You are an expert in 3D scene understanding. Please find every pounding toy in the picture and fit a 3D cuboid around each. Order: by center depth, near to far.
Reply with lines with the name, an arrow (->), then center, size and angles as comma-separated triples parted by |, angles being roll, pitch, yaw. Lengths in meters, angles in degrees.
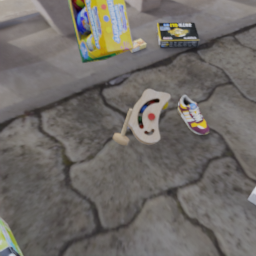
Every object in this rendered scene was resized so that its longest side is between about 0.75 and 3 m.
pounding toy -> 0.317, -0.111, 4.507 | 0.646, 0.648, 1.129 | 34, 83, 4

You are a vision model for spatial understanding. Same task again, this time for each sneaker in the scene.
sneaker -> 2.282, -0.453, 9.812 | 0.594, 0.714, 1.585 | -25, 55, -18

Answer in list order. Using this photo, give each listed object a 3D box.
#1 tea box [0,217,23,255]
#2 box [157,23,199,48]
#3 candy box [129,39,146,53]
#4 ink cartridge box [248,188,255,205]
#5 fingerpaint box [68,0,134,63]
tea box -> -3.550, 3.259, 6.473 | 1.908, 1.275, 1.877 | -30, 57, -22
box -> 2.304, -4.367, 13.132 | 1.813, 0.447, 1.447 | -1, 50, 0
candy box -> 0.373, -3.748, 12.771 | 0.782, 0.216, 0.451 | -27, 56, -20
ink cartridge box -> 4.259, 1.764, 8.187 | 0.809, 0.477, 1.406 | 35, 59, 25
fingerpaint box -> -1.042, -3.723, 9.245 | 1.012, 2.760, 2.303 | -17, 11, -27
